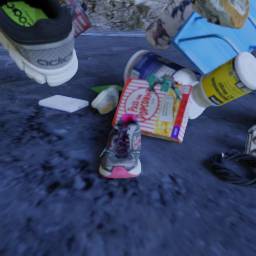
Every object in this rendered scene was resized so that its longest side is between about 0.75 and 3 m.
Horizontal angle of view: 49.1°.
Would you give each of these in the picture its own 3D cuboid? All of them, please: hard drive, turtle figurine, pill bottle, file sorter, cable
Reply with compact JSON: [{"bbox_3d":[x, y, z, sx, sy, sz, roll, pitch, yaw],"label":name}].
[{"bbox_3d":[-2.256,-0.856,9.819,1.442,0.183,0.951,14,26,29],"label":"hard drive"},{"bbox_3d":[0.748,-0.852,5.724,0.733,0.493,0.979,13,4,22],"label":"turtle figurine"},{"bbox_3d":[1.175,-1.314,8.536,1.391,1.391,2.507,-21,45,-41],"label":"pill bottle"},{"bbox_3d":[2.967,-2.586,6.711,2.060,2.968,1.821,38,-4,-25],"label":"file sorter"},{"bbox_3d":[2.294,0.808,5.728,1.032,0.321,1.264,-7,25,-17],"label":"cable"},{"bbox_3d":[1.789,-0.821,5.217,0.681,0.681,1.212,-19,-7,-37],"label":"pill bottle"}]

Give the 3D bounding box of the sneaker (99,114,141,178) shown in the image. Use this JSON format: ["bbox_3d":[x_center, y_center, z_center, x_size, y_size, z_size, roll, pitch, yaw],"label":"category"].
[{"bbox_3d":[-0.146,0.375,6.124,0.873,0.808,2.165,1,24,3],"label":"sneaker"}]

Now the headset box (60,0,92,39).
[{"bbox_3d":[-1.905,-3.274,8.631,1.587,0.595,1.179,-32,53,10],"label":"headset box"}]

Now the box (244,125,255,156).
[{"bbox_3d":[3.528,0.530,5.908,1.909,0.719,0.478,19,32,36],"label":"box"}]

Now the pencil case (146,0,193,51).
[{"bbox_3d":[1.865,-4.041,10.021,1.077,2.768,1.238,55,33,9],"label":"pencil case"}]

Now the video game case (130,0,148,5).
[{"bbox_3d":[0.223,-3.153,6.012,1.007,0.127,1.105,-30,70,-23],"label":"video game case"}]

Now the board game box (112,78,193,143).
[{"bbox_3d":[0.660,-0.507,7.481,1.903,1.442,0.441,11,-13,27],"label":"board game box"}]

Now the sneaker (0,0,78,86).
[{"bbox_3d":[-1.745,-1.911,3.878,2.842,1.243,1.048,45,59,5],"label":"sneaker"}]

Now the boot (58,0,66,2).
[{"bbox_3d":[-2.400,-3.927,8.508,0.999,1.396,0.491,12,66,-7],"label":"boot"}]

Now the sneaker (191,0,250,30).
[{"bbox_3d":[1.278,-2.116,4.508,0.799,0.689,1.822,22,0,40],"label":"sneaker"}]

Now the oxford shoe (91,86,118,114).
[{"bbox_3d":[-0.665,-0.928,9.509,0.646,0.841,2.238,42,16,-5],"label":"oxford shoe"}]

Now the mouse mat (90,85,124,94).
[{"bbox_3d":[-0.846,-1.644,11.873,1.323,0.050,1.065,-12,26,-28],"label":"mouse mat"}]
